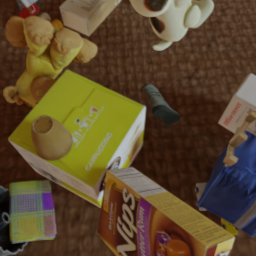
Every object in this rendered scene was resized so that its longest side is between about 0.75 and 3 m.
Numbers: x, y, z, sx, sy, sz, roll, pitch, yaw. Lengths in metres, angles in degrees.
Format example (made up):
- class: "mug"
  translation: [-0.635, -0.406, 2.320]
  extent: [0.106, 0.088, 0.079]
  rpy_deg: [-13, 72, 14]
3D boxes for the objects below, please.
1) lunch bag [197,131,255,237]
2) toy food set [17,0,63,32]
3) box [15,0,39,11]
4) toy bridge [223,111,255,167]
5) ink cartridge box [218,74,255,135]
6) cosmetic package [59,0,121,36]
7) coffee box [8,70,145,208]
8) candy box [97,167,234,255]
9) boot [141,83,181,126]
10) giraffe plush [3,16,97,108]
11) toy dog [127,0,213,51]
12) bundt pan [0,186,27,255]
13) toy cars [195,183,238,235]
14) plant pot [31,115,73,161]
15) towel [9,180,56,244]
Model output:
- class: "lunch bag"
  translation: [3.182, 1.355, 7.370]
  extent: [1.718, 1.764, 2.597]
  rpy_deg: [30, 43, 15]
- class: "toy food set"
  translation: [-3.843, -4.481, 10.565]
  extent: [1.256, 2.631, 1.184]
  rpy_deg: [15, 60, 50]
- class: "box"
  translation: [-4.197, -5.420, 11.445]
  extent: [0.569, 1.062, 0.788]
  rpy_deg: [13, 63, 7]
- class: "toy bridge"
  translation: [2.477, 0.283, 6.315]
  extent: [0.203, 0.502, 1.492]
  rpy_deg: [34, 63, 7]
- class: "ink cartridge box"
  translation: [4.191, -0.208, 8.374]
  extent: [2.476, 1.807, 1.041]
  rpy_deg: [35, 69, 17]
- class: "cosmetic package"
  translation: [-1.432, -5.042, 11.329]
  extent: [1.348, 0.911, 2.562]
  rpy_deg: [29, 67, 14]
- class: "coffee box"
  translation: [-1.176, 0.390, 7.706]
  extent: [2.442, 2.414, 2.438]
  rpy_deg: [27, 66, 13]
- class: "candy box"
  translation: [0.458, 2.010, 5.277]
  extent: [0.765, 1.581, 2.711]
  rpy_deg: [-1, 17, -36]
- class: "boot"
  translation: [1.046, -0.751, 8.655]
  extent: [0.558, 1.647, 1.076]
  rpy_deg: [-29, 63, 20]
- class: "giraffe plush"
  translation: [-2.506, -1.649, 8.132]
  extent: [2.415, 2.799, 2.270]
  rpy_deg: [14, 92, -33]
- class: "toy dog"
  translation: [1.034, -3.937, 8.844]
  extent: [2.505, 2.583, 1.803]
  rpy_deg: [-51, 59, 19]
- class: "bundt pan"
  translation: [-3.376, 2.427, 7.105]
  extent: [0.692, 1.845, 1.845]
  rpy_deg: [-28, 65, 5]
- class: "toy cars"
  translation: [2.457, 2.289, 7.918]
  extent: [0.743, 0.367, 1.657]
  rpy_deg: [-39, 66, -15]
- class: "plant pot"
  translation: [-1.683, 0.139, 5.950]
  extent: [0.869, 0.932, 0.869]
  rpy_deg: [0, 64, -1]
- class: "towel"
  translation: [-2.660, 2.286, 7.733]
  extent: [1.200, 0.190, 1.671]
  rpy_deg: [2, 59, -31]
